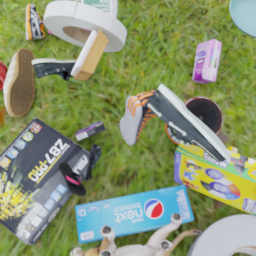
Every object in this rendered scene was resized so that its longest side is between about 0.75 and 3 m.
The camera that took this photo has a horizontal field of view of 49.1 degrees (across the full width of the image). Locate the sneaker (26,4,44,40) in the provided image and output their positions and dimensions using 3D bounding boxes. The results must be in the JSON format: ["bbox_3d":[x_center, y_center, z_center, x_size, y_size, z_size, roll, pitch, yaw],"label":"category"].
[{"bbox_3d":[-3.355,-3.776,10.080,0.627,0.635,1.623,-2,65,-18],"label":"sneaker"}]

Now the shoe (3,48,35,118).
[{"bbox_3d":[-3.437,-1.379,8.856,0.637,0.835,2.388,-19,60,38],"label":"shoe"}]

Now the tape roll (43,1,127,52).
[{"bbox_3d":[-1.134,-2.637,7.507,2.222,2.222,0.406,14,88,7],"label":"tape roll"}]

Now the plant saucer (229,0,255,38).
[{"bbox_3d":[3.823,-3.350,8.403,1.759,0.316,1.759,2,72,-6],"label":"plant saucer"}]

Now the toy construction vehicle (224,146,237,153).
[{"bbox_3d":[2.342,0.831,7.572,1.082,0.381,0.942,5,44,26],"label":"toy construction vehicle"}]

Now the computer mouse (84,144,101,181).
[{"bbox_3d":[-0.784,0.792,6.382,0.246,1.069,0.751,11,96,-5],"label":"computer mouse"}]

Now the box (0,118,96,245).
[{"bbox_3d":[-2.493,1.315,7.441,2.151,0.655,2.668,33,67,12],"label":"box"}]

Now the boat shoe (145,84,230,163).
[{"bbox_3d":[1.146,-0.002,5.538,0.590,0.739,1.955,-46,69,17],"label":"boat shoe"}]

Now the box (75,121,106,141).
[{"bbox_3d":[-1.062,0.075,7.775,0.797,1.115,0.201,-23,97,-8],"label":"box"}]

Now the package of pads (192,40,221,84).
[{"bbox_3d":[2.419,-2.029,8.682,0.473,0.754,1.251,9,90,-19],"label":"package of pads"}]

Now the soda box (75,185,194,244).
[{"bbox_3d":[0.139,2.123,6.828,2.669,0.905,0.856,-9,67,-4],"label":"soda box"}]

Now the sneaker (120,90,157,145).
[{"bbox_3d":[0.409,-0.224,6.730,0.990,1.767,0.685,-21,67,-23],"label":"sneaker"}]

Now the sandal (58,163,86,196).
[{"bbox_3d":[-1.371,1.231,6.890,0.391,0.235,1.042,-9,54,-52],"label":"sandal"}]

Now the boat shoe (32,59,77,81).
[{"bbox_3d":[-1.851,-1.617,7.975,1.723,0.644,0.571,-9,94,-46],"label":"boat shoe"}]

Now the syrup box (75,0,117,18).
[{"bbox_3d":[-0.886,-3.815,8.483,1.003,1.037,2.547,0,32,1],"label":"syrup box"}]

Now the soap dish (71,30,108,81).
[{"bbox_3d":[-0.933,-1.717,6.809,0.456,0.883,1.122,27,77,-17],"label":"soap dish"}]

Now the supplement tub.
[{"bbox_3d":[1.581,-0.091,7.287,1.070,2.000,1.070,1,83,-5],"label":"supplement tub"}]

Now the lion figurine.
[{"bbox_3d":[0.076,2.717,5.854,2.748,1.683,0.996,0,38,-10],"label":"lion figurine"}]

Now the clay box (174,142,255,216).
[{"bbox_3d":[2.259,1.154,6.258,2.439,1.402,0.581,21,58,23],"label":"clay box"}]

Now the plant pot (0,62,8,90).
[{"bbox_3d":[-4.258,-1.696,8.906,0.788,0.788,0.718,0,54,0],"label":"plant pot"}]

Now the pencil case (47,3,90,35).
[{"bbox_3d":[-1.706,-3.654,9.794,2.191,0.994,1.026,13,53,4],"label":"pencil case"}]

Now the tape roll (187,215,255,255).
[{"bbox_3d":[2.685,3.447,6.122,2.864,0.946,2.864,-1,60,1],"label":"tape roll"}]
